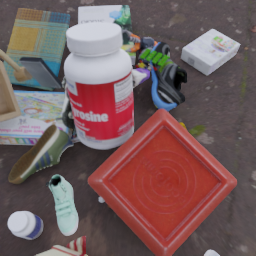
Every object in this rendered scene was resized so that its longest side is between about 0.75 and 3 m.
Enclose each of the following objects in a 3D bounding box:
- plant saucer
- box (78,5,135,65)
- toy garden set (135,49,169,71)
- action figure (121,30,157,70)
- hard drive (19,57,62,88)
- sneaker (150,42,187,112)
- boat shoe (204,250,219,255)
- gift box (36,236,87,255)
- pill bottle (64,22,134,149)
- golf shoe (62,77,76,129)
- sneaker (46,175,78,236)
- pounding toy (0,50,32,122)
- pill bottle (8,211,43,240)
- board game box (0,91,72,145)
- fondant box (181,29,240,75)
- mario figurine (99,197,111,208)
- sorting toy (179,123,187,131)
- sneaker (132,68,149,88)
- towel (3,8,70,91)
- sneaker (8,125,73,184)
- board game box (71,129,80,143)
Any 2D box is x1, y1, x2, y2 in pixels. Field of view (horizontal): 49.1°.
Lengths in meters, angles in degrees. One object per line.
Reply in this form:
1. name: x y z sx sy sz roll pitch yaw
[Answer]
1. plant saucer: 0.803 1.217 6.374 2.563 0.470 2.559 -44 83 -6
2. box: -0.903 -3.699 11.124 2.132 0.537 2.953 -4 62 -3
3. toy garden set: 0.764 -2.144 9.179 0.920 0.184 0.767 31 78 33
4. action figure: 0.517 -2.879 10.263 1.502 0.812 1.553 0 72 -24
5. hard drive: -2.562 -1.620 8.294 0.810 1.161 0.191 9 63 27
6. sneaker: 1.381 -1.770 9.369 1.172 1.003 2.829 -17 52 22
7. boat shoe: 1.724 3.301 6.150 0.398 0.418 1.161 20 73 51
8. gift box: -0.963 3.320 5.262 2.002 2.026 2.169 20 76 11
9. pill bottle: -0.694 -1.015 7.064 1.625 2.895 1.625 -2 37 2
10. golf shoe: -1.564 -1.126 8.764 1.134 0.994 2.574 -2 63 37
11. sneaker: -1.510 1.685 6.250 0.489 0.783 1.328 -22 47 2
12. pounding toy: -3.988 -1.247 7.875 1.195 2.295 2.612 -13 9 28
13. pill bottle: -2.447 2.308 6.677 0.583 0.974 0.583 -1 63 2
14. board game box: -3.117 -0.342 8.924 2.735 0.468 1.839 2 54 1
15. fondant box: 3.144 -2.937 10.739 1.837 0.535 1.325 -37 62 -22
16. mario figurine: -0.542 1.564 7.229 0.500 0.944 0.583 -16 22 7
17. sorting toy: 0.761 0.108 8.406 2.322 0.800 0.805 0 54 0
18. sneaker: 0.184 -1.636 9.330 0.737 0.712 1.767 -18 15 -19
19. towel: -3.306 -2.820 10.020 2.096 0.310 2.858 11 84 8
20. sneaker: -2.346 0.894 7.846 2.001 0.898 0.671 -49 42 4
21. board game box: -1.411 0.018 8.703 0.572 0.157 0.906 -10 49 31
